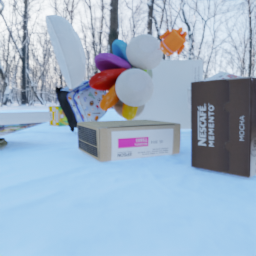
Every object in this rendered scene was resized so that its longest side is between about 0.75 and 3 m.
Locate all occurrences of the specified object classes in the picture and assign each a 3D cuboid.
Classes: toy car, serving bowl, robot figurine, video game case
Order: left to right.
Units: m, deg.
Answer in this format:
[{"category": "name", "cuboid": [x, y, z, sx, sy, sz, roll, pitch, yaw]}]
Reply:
[{"category": "video game case", "cuboid": [-3.998, 0.031, 7.197, 2.676, 0.338, 2.937, -14, -4, 31]}, {"category": "serving bowl", "cuboid": [-1.752, -2.293, 8.334, 0.719, 2.186, 2.186, -21, 10, -13]}, {"category": "toy car", "cuboid": [-0.180, -1.743, 9.357, 2.115, 2.821, 2.469, 16, -15, -2]}, {"category": "robot figurine", "cuboid": [1.147, -2.182, 7.168, 0.583, 0.473, 0.811, 13, -46, -46]}]

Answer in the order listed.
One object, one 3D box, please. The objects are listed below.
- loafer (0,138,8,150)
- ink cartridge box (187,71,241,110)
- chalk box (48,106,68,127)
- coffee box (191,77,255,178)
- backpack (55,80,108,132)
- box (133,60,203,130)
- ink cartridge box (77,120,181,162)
[{"category": "loafer", "cuboid": [-3.514, 0.338, 6.617, 0.504, 0.467, 1.340, 4, 7, 40]}, {"category": "ink cartridge box", "cuboid": [3.242, -1.087, 9.440, 1.912, 0.802, 1.679, -28, 38, -29]}, {"category": "chalk box", "cuboid": [-3.137, -0.645, 14.533, 1.647, 1.025, 1.019, -7, 9, -44]}, {"category": "coffee box", "cuboid": [2.454, -0.104, 5.413, 2.759, 1.560, 1.101, -4, 5, -42]}, {"category": "backpack", "cuboid": [-1.599, -1.011, 10.721, 1.450, 1.883, 1.793, 7, 37, 33]}, {"category": "box", "cuboid": [1.667, -1.398, 12.282, 2.914, 2.899, 1.905, 1, 5, 6]}, {"category": "ink cartridge box", "cuboid": [-0.034, 0.219, 6.443, 1.942, 0.729, 1.599, -2, 7, -24]}]
